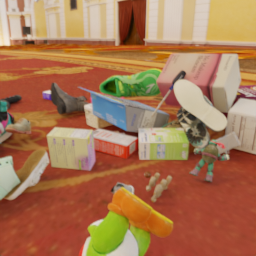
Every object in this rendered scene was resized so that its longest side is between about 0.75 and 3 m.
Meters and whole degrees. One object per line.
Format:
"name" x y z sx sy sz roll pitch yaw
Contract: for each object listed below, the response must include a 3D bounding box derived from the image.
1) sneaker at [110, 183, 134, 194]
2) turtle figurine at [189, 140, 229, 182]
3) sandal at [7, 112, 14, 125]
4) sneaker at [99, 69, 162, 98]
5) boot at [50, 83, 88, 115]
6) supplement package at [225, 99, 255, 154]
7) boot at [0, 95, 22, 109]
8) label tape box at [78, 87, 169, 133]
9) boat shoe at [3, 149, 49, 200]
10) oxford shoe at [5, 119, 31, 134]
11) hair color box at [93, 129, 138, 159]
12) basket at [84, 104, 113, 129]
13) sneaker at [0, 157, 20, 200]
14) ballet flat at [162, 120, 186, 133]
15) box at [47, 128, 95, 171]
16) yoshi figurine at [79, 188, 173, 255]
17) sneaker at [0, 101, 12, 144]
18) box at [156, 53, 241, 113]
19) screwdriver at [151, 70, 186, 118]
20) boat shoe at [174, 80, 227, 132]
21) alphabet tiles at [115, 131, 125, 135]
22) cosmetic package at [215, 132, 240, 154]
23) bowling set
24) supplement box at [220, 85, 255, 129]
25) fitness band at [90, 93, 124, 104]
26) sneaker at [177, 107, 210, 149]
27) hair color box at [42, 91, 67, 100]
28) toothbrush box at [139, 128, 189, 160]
"sneaker" -0.135 1.457 5.772 0.526 0.342 0.910 31 17 -19
"turtle figurine" 2.042 0.728 7.088 0.876 1.170 0.589 20 -9 28
"sandal" -4.807 -0.352 10.925 0.740 0.444 1.972 -15 26 -28
"sneaker" 0.129 -1.615 11.131 2.988 1.107 1.248 -2 19 37
"boot" -2.630 -1.295 12.477 1.351 0.716 2.053 -8 48 -30
"supplement package" 4.230 0.040 8.495 2.173 1.275 1.271 16 33 33
"boot" -5.625 -1.260 13.447 1.072 0.427 1.300 12 19 24
"label tape box" -0.222 -0.520 9.568 2.723 0.862 1.963 8 12 -43
"boat shoe" -2.396 1.202 6.805 0.535 0.524 1.511 6 42 29
"oxford shoe" -3.593 -0.068 9.164 0.500 0.521 1.413 6 -2 -1
"hair color box" -0.514 0.466 8.759 1.467 0.449 0.745 13 24 26
"basket" -0.933 -0.544 10.924 1.311 0.809 0.889 -19 27 -38
"sneaker" -3.163 0.792 6.103 1.781 0.655 1.051 48 56 6
"ballet flat" 1.859 -0.045 9.851 0.805 0.725 2.138 42 46 13
"box" -1.542 0.572 7.707 1.134 0.997 0.548 4 26 11
"yoshi figurine" -0.258 1.897 3.310 1.210 2.153 1.205 35 -10 7
"sneaker" -4.388 -0.125 8.542 1.152 1.664 2.755 -5 24 -2
"box" 2.461 -1.615 9.752 2.401 1.308 1.535 10 60 34
"screwdriver" 1.246 -1.101 8.902 1.933 0.281 0.270 -50 38 -16
"boat shoe" 2.125 -0.638 8.417 1.979 0.720 0.611 47 7 17
"alphabet tiles" -0.470 0.277 9.798 0.767 0.057 0.785 -4 19 -9
"cosmetic package" 2.804 0.457 8.117 0.769 0.411 0.347 -28 -4 26
"bowling set" 0.602 1.300 6.497 0.580 0.447 0.834 30 22 24
"supplement box" 4.780 -0.799 10.786 2.668 1.377 1.747 -6 24 -14
"fitness band" -1.049 -1.425 14.005 1.707 0.319 1.226 0 24 3
"sneaker" 2.136 -0.009 9.041 0.773 0.860 1.993 -23 41 20
"hair color box" -3.780 -1.650 14.450 1.173 0.380 0.641 13 24 35
"toothbrush box" 1.035 0.474 8.525 1.424 0.613 1.037 -1 24 2
